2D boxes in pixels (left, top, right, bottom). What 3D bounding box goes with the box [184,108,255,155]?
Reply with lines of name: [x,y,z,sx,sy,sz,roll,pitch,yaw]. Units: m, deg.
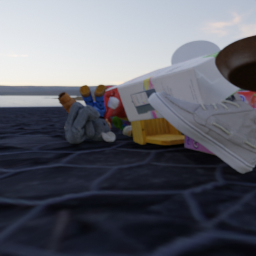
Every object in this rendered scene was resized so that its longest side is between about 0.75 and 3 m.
box: [2.447,0.053,5.832,1.693,0.931,1.925,-3,5,-27]

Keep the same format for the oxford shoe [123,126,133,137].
oxford shoe: [0.201,0.045,8.134,0.274,0.357,0.949,23,26,26]

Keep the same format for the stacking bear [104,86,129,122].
stacking bear: [-0.038,-0.939,9.990,2.670,1.518,1.621,-6,-36,-50]

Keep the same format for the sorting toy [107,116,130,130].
sorting toy: [-0.604,-0.120,10.513,1.454,0.504,0.501,13,38,41]

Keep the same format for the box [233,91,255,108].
box: [5.231,-0.848,12.003,1.390,1.452,2.912,-3,7,-24]

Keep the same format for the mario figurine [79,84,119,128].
mario figurine: [-0.900,-0.500,7.967,1.074,1.739,0.922,26,50,27]

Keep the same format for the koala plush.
koala plush: [-0.944,0.018,7.253,1.147,1.054,1.017,21,0,-37]

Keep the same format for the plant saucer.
plant saucer: [1.847,-0.753,3.667,1.391,0.254,1.391,9,-13,2]

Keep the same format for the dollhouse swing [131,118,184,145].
dollhouse swing: [0.902,-0.092,7.021,1.270,1.154,1.116,-4,-10,-31]

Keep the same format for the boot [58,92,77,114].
boot: [-2.190,-0.722,10.668,0.679,1.374,1.770,-45,20,-8]

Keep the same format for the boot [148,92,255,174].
boot: [1.282,-0.196,4.176,1.877,0.897,0.690,35,18,-1]

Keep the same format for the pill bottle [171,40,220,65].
pill bottle: [1.878,-0.943,7.346,1.427,1.427,2.452,2,-33,21]

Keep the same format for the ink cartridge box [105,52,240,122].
ink cartridge box: [0.806,-0.776,5.644,1.417,0.815,2.420,-30,16,-37]
